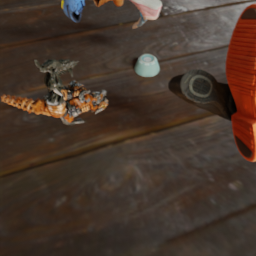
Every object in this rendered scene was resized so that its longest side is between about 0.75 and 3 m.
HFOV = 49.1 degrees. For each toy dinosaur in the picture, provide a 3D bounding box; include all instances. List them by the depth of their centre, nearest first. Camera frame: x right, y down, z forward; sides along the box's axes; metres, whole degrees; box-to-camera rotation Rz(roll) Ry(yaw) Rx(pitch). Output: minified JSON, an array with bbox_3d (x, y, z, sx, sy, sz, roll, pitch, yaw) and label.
[{"bbox_3d":[-1.013,-0.493,4.149,0.752,1.000,1.473,17,23,42],"label":"toy dinosaur"}]

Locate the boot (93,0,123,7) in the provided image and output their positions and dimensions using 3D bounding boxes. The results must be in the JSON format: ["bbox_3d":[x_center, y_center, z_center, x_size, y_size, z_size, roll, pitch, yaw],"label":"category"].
[{"bbox_3d":[-0.618,-4.008,8.594,0.469,1.222,0.949,29,74,19],"label":"boot"}]

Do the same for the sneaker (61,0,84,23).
[{"bbox_3d":[-1.319,-3.388,7.092,0.562,1.706,0.669,-33,81,-23],"label":"sneaker"}]

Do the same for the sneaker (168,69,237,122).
[{"bbox_3d":[1.498,-0.581,5.049,1.738,0.789,0.660,23,89,-24],"label":"sneaker"}]

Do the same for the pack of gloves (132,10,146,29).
[{"bbox_3d":[0.586,-3.843,8.698,0.339,1.443,1.717,30,8,-17],"label":"pack of gloves"}]

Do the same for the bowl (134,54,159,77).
[{"bbox_3d":[0.680,-2.279,9.947,0.909,0.476,0.909,0,49,0],"label":"bowl"}]

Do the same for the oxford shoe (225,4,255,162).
[{"bbox_3d":[2.065,-0.654,4.228,0.857,2.350,0.838,-15,26,-6],"label":"oxford shoe"}]

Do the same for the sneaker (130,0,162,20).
[{"bbox_3d":[0.350,-3.270,7.460,1.141,0.597,0.430,34,70,12],"label":"sneaker"}]
